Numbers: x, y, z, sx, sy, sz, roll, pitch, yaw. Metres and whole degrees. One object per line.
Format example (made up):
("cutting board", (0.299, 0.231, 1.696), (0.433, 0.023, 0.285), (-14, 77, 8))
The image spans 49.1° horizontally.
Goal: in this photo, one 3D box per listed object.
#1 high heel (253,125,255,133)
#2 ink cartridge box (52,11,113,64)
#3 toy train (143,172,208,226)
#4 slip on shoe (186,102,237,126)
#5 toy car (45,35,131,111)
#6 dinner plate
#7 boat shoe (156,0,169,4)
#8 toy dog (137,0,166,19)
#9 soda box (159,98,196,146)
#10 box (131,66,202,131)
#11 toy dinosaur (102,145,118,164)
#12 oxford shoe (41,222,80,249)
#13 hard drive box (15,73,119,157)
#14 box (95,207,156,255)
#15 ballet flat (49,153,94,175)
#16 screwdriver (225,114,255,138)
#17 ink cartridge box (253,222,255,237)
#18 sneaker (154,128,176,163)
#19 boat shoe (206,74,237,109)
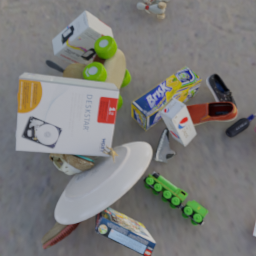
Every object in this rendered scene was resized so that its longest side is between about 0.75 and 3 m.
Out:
("high heel", (5.073, 0.074, 8.400), (2.339, 0.788, 1.122), (-14, 51, -9))
("ink cartridge box", (-1.493, -2.847, 9.262), (1.669, 1.217, 0.691), (-28, 64, 31))
("toy train", (1.310, 1.925, 7.844), (2.001, 0.417, 0.564), (36, 59, 19))
("slip on shoe", (2.386, -0.499, 8.841), (2.026, 0.620, 0.751), (-3, 67, 16))
("toy car", (-1.378, -1.736, 8.987), (2.355, 1.935, 1.858), (10, 69, 21))
("dinner plate", (-0.715, 1.183, 7.051), (2.928, 2.928, 0.355), (-40, 105, -18))
("boat shoe", (0.904, -5.415, 11.280), (1.896, 0.608, 0.699), (-2, 51, -32))
("toy dog", (0.995, -4.787, 11.048), (1.175, 0.775, 0.566), (30, 46, -9))
("soda box", (1.443, -0.133, 7.976), (0.559, 1.641, 0.523), (-46, 54, -6))
("box", (1.227, -0.963, 9.044), (2.365, 0.829, 0.760), (-36, 65, -18))
("toy dinosaur", (-0.399, 0.590, 6.639), (0.382, 0.756, 0.220), (30, 97, -7))
("oxford shoe", (-1.536, 2.232, 7.504), (0.812, 0.765, 2.173), (42, 61, 11))
("hard drive box", (-1.529, -0.318, 7.072), (2.310, 0.887, 1.800), (4, 106, -13))
("box", (-0.145, 2.377, 6.680), (1.272, 1.863, 0.351), (27, 81, -2))
("ballet flat", (-1.631, 0.955, 7.827), (2.036, 0.718, 0.665), (13, 74, 55))
("screwdriver", (4.197, -0.515, 9.094), (2.684, 0.374, 0.390), (-36, 62, -15))
("ink cartridge box", (3.824, 2.855, 7.499), (0.953, 0.240, 0.519), (21, 65, 12))
("sneaker", (1.219, 0.571, 8.557), (0.619, 0.402, 1.071), (19, 82, 2))
("boat shoe", (3.155, -1.135, 9.207), (0.531, 0.503, 1.518), (-25, 80, -16))
